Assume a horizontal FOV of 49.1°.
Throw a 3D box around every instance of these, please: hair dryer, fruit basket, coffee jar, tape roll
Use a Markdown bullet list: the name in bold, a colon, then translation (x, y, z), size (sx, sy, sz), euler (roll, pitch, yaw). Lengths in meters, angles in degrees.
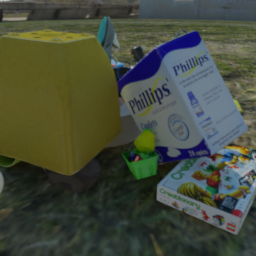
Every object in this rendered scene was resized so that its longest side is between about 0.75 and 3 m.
- **hair dryer**: translation (1.307, -1.427, 8.271), size (1.991, 2.614, 0.710), euler (-16, 11, -1)
- **fruit basket**: translation (0.279, 0.536, 6.276), size (0.750, 1.040, 1.040), euler (-13, 28, -10)
- **coffee jar**: translation (-1.494, 0.523, 6.470), size (0.943, 1.152, 2.210), euler (-50, 36, 1)
- **tape roll**: translation (-0.811, -0.437, 8.722), size (2.780, 0.918, 2.780), euler (0, 26, 0)

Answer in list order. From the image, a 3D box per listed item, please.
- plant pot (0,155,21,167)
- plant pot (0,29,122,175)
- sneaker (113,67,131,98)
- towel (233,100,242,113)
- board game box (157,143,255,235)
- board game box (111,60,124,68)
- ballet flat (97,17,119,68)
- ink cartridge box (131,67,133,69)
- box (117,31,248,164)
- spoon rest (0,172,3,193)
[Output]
- **plant pot**: translation (-2.782, 0.421, 7.160), size (0.939, 0.939, 1.004), euler (12, 12, 23)
- **plant pot**: translation (-1.543, -0.779, 5.849), size (2.253, 2.305, 2.238), euler (12, 26, 21)
- **sneaker**: translation (-0.741, -1.233, 8.074), size (2.333, 0.879, 0.915), euler (-13, 17, -6)
- **towel**: translation (3.911, -0.823, 10.483), size (0.523, 0.110, 1.216), euler (9, 26, 7)
- **board game box**: translation (1.984, 1.058, 6.169), size (1.637, 0.449, 2.593), euler (16, 30, 32)
- **board game box**: translation (-1.613, -2.287, 11.097), size (2.086, 0.595, 2.130), euler (-21, 36, -32)
- **ballet flat**: translation (-0.739, -2.672, 9.866), size (0.865, 0.915, 2.716), euler (18, 64, -22)
- **ink cartridge box**: translation (0.987, -3.497, 15.441), size (1.645, 0.555, 0.958), euler (0, 26, -1)
- **box**: translation (1.050, -0.528, 6.307), size (1.220, 2.326, 2.139), euler (-28, 1, -26)
- **spoon rest**: translation (-2.723, 1.331, 3.964), size (1.165, 2.346, 0.711), euler (28, 17, -51)
